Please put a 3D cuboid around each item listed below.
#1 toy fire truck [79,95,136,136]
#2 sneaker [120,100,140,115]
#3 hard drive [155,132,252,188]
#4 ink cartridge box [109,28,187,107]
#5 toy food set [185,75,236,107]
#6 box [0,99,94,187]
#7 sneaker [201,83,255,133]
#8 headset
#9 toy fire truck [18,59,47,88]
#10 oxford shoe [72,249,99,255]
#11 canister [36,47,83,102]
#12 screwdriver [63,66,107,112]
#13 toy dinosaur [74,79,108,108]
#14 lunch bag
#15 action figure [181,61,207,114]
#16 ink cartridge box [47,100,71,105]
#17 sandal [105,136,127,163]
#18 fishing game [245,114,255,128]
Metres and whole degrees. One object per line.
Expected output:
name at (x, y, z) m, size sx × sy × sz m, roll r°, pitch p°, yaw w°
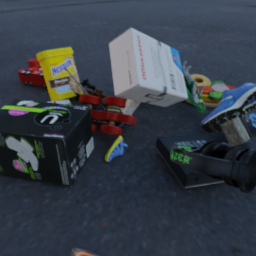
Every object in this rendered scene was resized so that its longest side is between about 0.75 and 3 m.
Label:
toy fire truck at (-0.772, -0.383, 10.020) m, size 2.206 × 1.237 × 1.852 m, roll 7°, pitch -3°, yaw 15°
sneaker at (0.055, -0.690, 10.679) m, size 0.525 × 1.398 × 0.567 m, roll 14°, pitch 57°, yaw -28°
hard drive at (2.558, 0.853, 8.609) m, size 2.873 × 0.472 × 2.005 m, roll -4°, pitch 32°, yaw -19°
ink cartridge box at (0.760, -2.014, 10.053) m, size 1.182 × 2.046 × 2.803 m, roll -19°, pitch -18°, yaw 41°
toy food set at (3.585, -1.684, 12.778) m, size 2.460 × 0.605 × 2.486 m, roll 16°, pitch 35°, yaw 24°
box at (-2.664, 0.349, 8.516) m, size 2.697 × 1.676 × 2.003 m, roll 7°, pitch 32°, yaw 12°
sneaker at (3.688, -0.728, 10.160) m, size 2.463 × 0.968 × 1.098 m, roll -36°, pitch 32°, yaw 7°
headset at (2.399, 0.642, 6.458) m, size 2.872 × 1.349 × 1.774 m, roll 11°, pitch 3°, yaw -19°
toy fire truck at (-4.497, -2.864, 14.419) m, size 2.769 × 0.675 × 1.953 m, roll 12°, pitch 37°, yaw 27°
oxford shoe at (-0.731, 2.639, 5.626) m, size 0.340 × 0.953 × 0.348 m, roll -52°, pitch 33°, yaw -9°
canister at (-2.926, -2.312, 12.227) m, size 1.553 × 2.092 × 0.905 m, roll -23°, pitch 13°, yaw -38°
screwdriver at (-1.676, -1.452, 11.237) m, size 0.398 × 0.382 × 2.736 m, roll -31°, pitch 82°, yaw -45°
toy dinosaur at (-1.474, -1.298, 11.962) m, size 1.421 × 1.069 × 2.093 m, roll 21°, pitch -13°, yaw -33°
lunch bag at (3.415, 0.105, 8.718) m, size 0.964 × 0.791 × 0.567 m, roll -12°, pitch -14°, yaw -48°
action figure at (2.612, -1.558, 11.227) m, size 1.363 × 0.631 × 2.308 m, roll 18°, pitch 50°, yaw -53°
ink cartridge box at (-2.824, -0.769, 11.303) m, size 1.029 × 0.428 × 0.755 m, roll -10°, pitch 30°, yaw -22°
sandal at (-0.359, 0.740, 9.149) m, size 0.476 × 0.435 × 1.094 m, roll 39°, pitch 50°, yaw -3°
fishing game at (4.838, -0.201, 10.304) m, size 1.247 × 0.194 × 0.893 m, roll 25°, pitch 44°, yaw -10°
